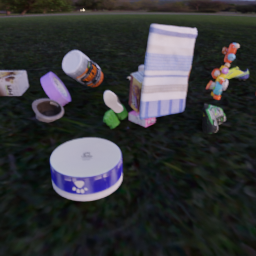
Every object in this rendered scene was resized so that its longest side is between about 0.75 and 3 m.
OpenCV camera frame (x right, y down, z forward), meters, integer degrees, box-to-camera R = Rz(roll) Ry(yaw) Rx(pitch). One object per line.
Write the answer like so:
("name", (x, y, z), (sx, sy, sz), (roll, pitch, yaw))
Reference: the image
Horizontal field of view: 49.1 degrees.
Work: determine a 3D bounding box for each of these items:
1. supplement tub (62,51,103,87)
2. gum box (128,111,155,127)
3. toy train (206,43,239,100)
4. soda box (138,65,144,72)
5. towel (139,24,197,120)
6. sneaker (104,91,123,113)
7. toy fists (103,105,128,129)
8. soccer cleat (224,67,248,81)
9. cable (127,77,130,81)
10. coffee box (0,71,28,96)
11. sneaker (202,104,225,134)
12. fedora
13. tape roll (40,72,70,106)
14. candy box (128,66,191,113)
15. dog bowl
("supplement tub", (-1.826, -2.371, 11.596), (1.037, 1.037, 1.692), (18, -5, 31))
("gum box", (0.508, -0.353, 10.095), (0.513, 0.299, 0.903), (-25, 37, -39))
("toy train", (2.706, -1.656, 8.174), (0.459, 1.238, 1.649), (20, 65, 9))
("soda box", (1.200, -3.087, 15.166), (1.265, 0.401, 0.432), (14, 31, 25))
("towel", (1.311, -1.771, 9.057), (2.156, 2.936, 0.349), (-10, 25, -41))
("sneaker", (-0.499, -0.843, 7.953), (0.350, 0.991, 0.491), (-32, 57, 5))
("toy fists", (-0.464, -0.447, 9.841), (0.380, 0.564, 1.106), (-17, 20, 46))
("soccer cleat", (5.363, -2.828, 14.399), (1.567, 0.655, 0.506), (7, 29, 12))
("cable", (0.397, -2.514, 14.271), (0.886, 0.223, 0.430), (-13, 30, -23))
("coffee box", (-5.802, -2.028, 12.675), (2.127, 0.849, 1.202), (-1, 28, -2))
("sneaker", (2.983, -0.361, 9.671), (0.783, 0.717, 1.838), (7, 28, 13))
("fedora", (-2.791, -0.526, 9.638), (1.093, 0.494, 0.967), (-24, 66, -45))
("tape roll", (-2.871, -1.521, 11.156), (0.446, 1.360, 1.360), (-31, 29, 6))
("candy box", (1.147, -1.564, 10.241), (2.307, 1.346, 0.651), (-22, 50, -24))
("dog bowl", (-1.044, 0.987, 7.124), (1.797, 0.708, 1.797), (0, 28, 0))
